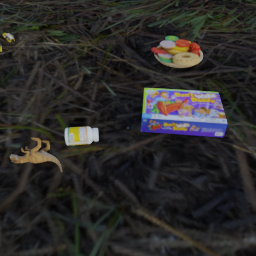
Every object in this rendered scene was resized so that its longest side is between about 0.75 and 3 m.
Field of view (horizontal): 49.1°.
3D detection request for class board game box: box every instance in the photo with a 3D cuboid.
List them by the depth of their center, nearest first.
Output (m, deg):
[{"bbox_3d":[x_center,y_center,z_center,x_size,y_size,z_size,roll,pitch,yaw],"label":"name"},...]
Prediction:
[{"bbox_3d":[1.430,-0.451,7.520,2.093,0.469,1.408,4,40,3],"label":"board game box"}]

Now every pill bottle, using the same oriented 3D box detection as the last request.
[{"bbox_3d":[-1.131,0.189,6.906,0.782,0.441,0.441,-4,43,-4],"label":"pill bottle"}]

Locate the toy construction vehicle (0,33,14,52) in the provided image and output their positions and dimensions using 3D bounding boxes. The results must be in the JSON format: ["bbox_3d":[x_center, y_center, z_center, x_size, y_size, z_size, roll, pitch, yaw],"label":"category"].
[{"bbox_3d":[-4.900,-3.331,10.893,0.908,0.367,1.043,-39,52,-21],"label":"toy construction vehicle"}]

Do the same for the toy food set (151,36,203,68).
[{"bbox_3d":[1.789,-2.731,10.104,1.796,0.441,1.814,19,46,20],"label":"toy food set"}]

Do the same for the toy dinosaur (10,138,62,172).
[{"bbox_3d":[-1.958,0.622,6.325,1.375,0.415,0.730,0,73,16],"label":"toy dinosaur"}]
